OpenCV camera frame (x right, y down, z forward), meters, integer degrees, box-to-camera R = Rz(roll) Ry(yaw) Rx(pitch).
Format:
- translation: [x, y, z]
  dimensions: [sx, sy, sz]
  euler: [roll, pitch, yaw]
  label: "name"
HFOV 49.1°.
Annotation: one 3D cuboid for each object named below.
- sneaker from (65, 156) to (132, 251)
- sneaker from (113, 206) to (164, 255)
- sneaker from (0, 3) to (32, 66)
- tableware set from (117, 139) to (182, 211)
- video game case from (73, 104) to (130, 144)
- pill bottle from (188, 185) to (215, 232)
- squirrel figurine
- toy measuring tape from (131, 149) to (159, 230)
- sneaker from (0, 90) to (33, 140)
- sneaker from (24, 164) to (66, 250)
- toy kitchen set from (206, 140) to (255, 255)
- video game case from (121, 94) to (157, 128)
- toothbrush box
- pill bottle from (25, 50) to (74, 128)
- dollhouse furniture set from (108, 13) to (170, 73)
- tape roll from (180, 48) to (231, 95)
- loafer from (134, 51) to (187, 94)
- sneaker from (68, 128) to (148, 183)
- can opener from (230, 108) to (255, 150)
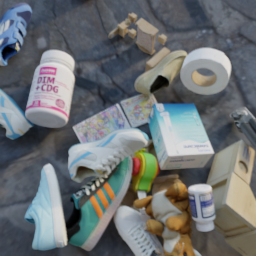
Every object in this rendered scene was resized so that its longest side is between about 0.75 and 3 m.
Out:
- translation: [-0.931, 1.955, 8.099]
  dimensions: [1.188, 1.061, 2.972]
  euler: [32, 77, -18]
  label: "sneaker"
- translation: [0.478, 3.232, 7.815]
  dimensions: [0.935, 0.985, 2.448]
  euler: [-38, 79, -8]
  label: "sneaker"
- translation: [-4.413, -3.492, 10.665]
  dimensions: [1.130, 1.016, 2.747]
  euler: [30, 79, 10]
  label: "sneaker"
- translation: [0.510, 1.480, 8.996]
  dimensions: [2.323, 0.323, 2.781]
  euler: [-12, 69, -4]
  label: "tableware set"
- translation: [-0.799, 0.119, 9.272]
  dimensions: [1.688, 0.152, 1.209]
  euler: [-28, 90, -11]
  label: "video game case"
- translation: [1.881, 2.028, 7.108]
  dimensions: [0.587, 0.587, 1.057]
  euler: [-9, 92, -3]
  label: "pill bottle"
- translation: [1.310, 2.666, 7.512]
  dimensions: [1.436, 2.029, 1.894]
  euler: [-27, 65, 18]
  label: "squirrel figurine"
- translation: [0.543, 1.589, 8.246]
  dimensions: [0.951, 0.951, 2.586]
  euler: [-7, 51, -3]
  label: "toy measuring tape"
- translation: [-4.272, -0.609, 9.561]
  dimensions: [0.921, 0.872, 2.280]
  euler: [-43, 70, -7]
  label: "sneaker"
- translation: [-2.347, 2.090, 7.670]
  dimensions: [1.006, 0.907, 2.455]
  euler: [-10, 48, -13]
  label: "sneaker"
- translation: [3.957, 1.977, 7.677]
  dimensions: [2.820, 2.301, 2.544]
  euler: [40, 47, -6]
  label: "toy kitchen set"
- translation: [0.486, -0.665, 9.956]
  dimensions: [1.198, 0.137, 1.090]
  euler: [-21, 69, -8]
  label: "video game case"
- translation: [1.576, 0.231, 8.821]
  dimensions: [1.462, 0.852, 1.997]
  euler: [-2, 52, -14]
  label: "toothbrush box"
- translation: [-2.585, -1.330, 9.562]
  dimensions: [1.353, 1.353, 2.387]
  euler: [4, 68, 1]
  label: "pill bottle"
- translation: [0.347, -3.192, 10.403]
  dimensions: [2.337, 1.211, 1.035]
  euler: [42, 72, 15]
  label: "dollhouse furniture set"
- translation: [2.570, -1.849, 9.329]
  dimensions: [1.588, 1.588, 0.555]
  euler: [18, 56, 7]
  label: "tape roll"
- translation: [1.318, -1.878, 9.996]
  dimensions: [2.273, 0.860, 0.776]
  euler: [-37, 52, -5]
  label: "loafer"
- translation: [-0.551, 0.790, 7.850]
  dimensions: [2.472, 0.946, 0.998]
  euler: [-22, 49, 18]
  label: "sneaker"
- translation: [3.877, 0.095, 8.828]
  dimensions: [0.578, 0.725, 2.168]
  euler: [-26, 34, 11]
  label: "can opener"
